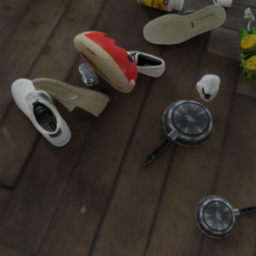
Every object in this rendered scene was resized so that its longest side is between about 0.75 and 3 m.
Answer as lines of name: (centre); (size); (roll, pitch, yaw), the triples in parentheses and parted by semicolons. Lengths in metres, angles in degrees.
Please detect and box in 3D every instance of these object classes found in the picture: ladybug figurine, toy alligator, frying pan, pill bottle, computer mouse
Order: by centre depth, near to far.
frying pan: (2.405, 2.151, 6.609); (1.608, 0.262, 0.973); (10, 68, 7)
ladybug figurine: (-0.523, -1.820, 7.469); (0.819, 1.545, 2.276); (-44, 67, -3)
frying pan: (1.222, -0.028, 7.511); (2.368, 0.385, 1.433); (-19, 67, -11)
computer mouse: (-1.073, -1.389, 8.130); (0.613, 0.245, 1.118); (-21, 68, -13)
toy alligator: (3.562, -2.245, 8.176); (0.706, 0.974, 2.938); (-22, 53, 34)
pill bottle: (1.083, -4.290, 9.106); (1.441, 0.787, 0.787); (19, 68, 8)

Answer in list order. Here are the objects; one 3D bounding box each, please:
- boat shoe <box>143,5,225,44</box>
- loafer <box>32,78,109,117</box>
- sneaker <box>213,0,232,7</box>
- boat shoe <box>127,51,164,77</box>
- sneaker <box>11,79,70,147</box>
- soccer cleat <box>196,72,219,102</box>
boat shoe: (1.686, -3.130, 8.692); (2.449, 0.828, 0.880); (-12, 105, 5)
loafer: (-1.567, -0.810, 7.452); (2.080, 0.787, 0.710); (15, 95, -2)
sneaker: (3.135, -4.524, 9.442); (0.570, 0.364, 0.987); (2, 68, -3)
boat shoe: (0.203, -1.988, 8.185); (1.779, 0.581, 0.655); (9, 72, 4)
sneaker: (-2.353, -0.574, 7.444); (0.870, 0.843, 2.381); (-40, 72, -16)
soccer cleat: (1.971, -0.933, 7.112); (0.506, 1.447, 0.625); (11, 84, 11)
